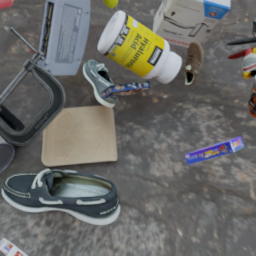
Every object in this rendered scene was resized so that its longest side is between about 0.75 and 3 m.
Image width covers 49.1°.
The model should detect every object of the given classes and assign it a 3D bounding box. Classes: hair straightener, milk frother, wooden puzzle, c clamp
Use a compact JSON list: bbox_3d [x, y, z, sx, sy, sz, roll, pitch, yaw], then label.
[{"bbox_3d":[3.454,-2.544,7.655,0.493,2.409,0.927,-5,94,-8],"label":"hair straightener"},{"bbox_3d":[-4.568,-0.319,8.189,2.670,2.838,2.561,41,59,17],"label":"milk frother"},{"bbox_3d":[-1.586,0.270,9.296,2.321,0.537,2.149,-2,57,-7],"label":"wooden puzzle"},{"bbox_3d":[-2.869,-0.895,7.538,2.249,0.357,2.633,39,104,-4],"label":"c clamp"}]

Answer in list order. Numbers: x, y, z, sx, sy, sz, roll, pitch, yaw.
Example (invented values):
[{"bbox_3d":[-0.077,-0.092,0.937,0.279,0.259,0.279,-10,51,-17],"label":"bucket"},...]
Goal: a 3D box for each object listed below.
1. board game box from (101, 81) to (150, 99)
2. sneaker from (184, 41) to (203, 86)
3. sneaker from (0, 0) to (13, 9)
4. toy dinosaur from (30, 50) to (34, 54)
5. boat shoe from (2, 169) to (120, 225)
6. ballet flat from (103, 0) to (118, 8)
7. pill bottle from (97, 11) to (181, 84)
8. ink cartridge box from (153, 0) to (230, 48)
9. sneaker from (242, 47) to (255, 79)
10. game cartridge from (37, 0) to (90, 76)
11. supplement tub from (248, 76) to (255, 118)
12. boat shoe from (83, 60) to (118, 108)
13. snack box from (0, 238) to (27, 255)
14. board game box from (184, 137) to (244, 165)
[{"bbox_3d":[-0.067,-0.976,7.176,1.066,0.722,0.184,-11,88,-25],"label":"board game box"},{"bbox_3d":[1.979,-1.933,8.587,0.477,1.355,0.512,12,30,29],"label":"sneaker"},{"bbox_3d":[-3.458,-3.891,7.960,1.677,0.727,0.618,-28,54,14],"label":"sneaker"},{"bbox_3d":[-2.781,-2.307,8.839,0.806,0.731,0.423,23,76,-14],"label":"toy dinosaur"},{"bbox_3d":[-1.484,1.265,5.945,2.725,0.822,1.030,6,37,10],"label":"boat shoe"},{"bbox_3d":[-0.701,-4.970,8.793,0.817,2.444,0.819,23,44,17],"label":"ballet flat"},{"bbox_3d":[0.389,-2.267,8.313,2.339,1.302,1.302,25,54,-23],"label":"pill bottle"},{"bbox_3d":[1.922,-3.648,9.002,1.688,2.312,0.974,9,73,-10],"label":"ink cartridge box"},{"bbox_3d":[4.031,-1.418,7.283,2.137,0.832,0.878,22,91,36],"label":"sneaker"},{"bbox_3d":[-1.831,-2.748,8.253,0.488,2.412,1.608,25,21,27],"label":"game cartridge"},{"bbox_3d":[3.052,-0.706,6.271,0.594,0.969,0.594,-4,40,3],"label":"supplement tub"},{"bbox_3d":[-0.745,-1.504,8.312,0.799,0.678,2.195,13,34,-34],"label":"boat shoe"},{"bbox_3d":[-1.624,2.609,5.047,0.601,1.671,0.203,-8,35,48],"label":"snack box"},{"bbox_3d":[2.162,0.580,7.057,0.827,1.230,0.275,-10,79,-50],"label":"board game box"}]
